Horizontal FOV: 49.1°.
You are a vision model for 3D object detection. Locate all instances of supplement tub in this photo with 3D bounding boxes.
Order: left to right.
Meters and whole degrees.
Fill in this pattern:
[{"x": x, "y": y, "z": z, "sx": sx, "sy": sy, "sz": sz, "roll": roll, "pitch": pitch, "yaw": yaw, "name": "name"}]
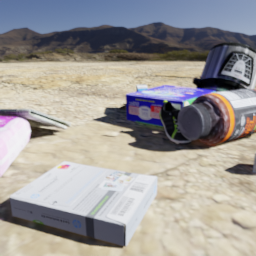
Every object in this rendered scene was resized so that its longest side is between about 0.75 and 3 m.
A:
[{"x": 2.760, "y": -0.325, "z": 8.124, "sx": 2.727, "sy": 1.458, "sz": 1.458, "roll": -10, "pitch": 20, "yaw": -30, "name": "supplement tub"}]

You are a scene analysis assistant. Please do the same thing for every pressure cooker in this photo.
[{"x": 4.144, "y": -1.904, "z": 11.646, "sx": 2.308, "sy": 2.584, "sz": 2.272, "roll": 29, "pitch": -12, "yaw": -38, "name": "pressure cooker"}]

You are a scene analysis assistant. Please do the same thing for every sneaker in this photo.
[{"x": 1.333, "y": -0.196, "z": 8.242, "sx": 0.601, "sy": 0.693, "sz": 1.675, "roll": -12, "pitch": 44, "yaw": -17, "name": "sneaker"}]

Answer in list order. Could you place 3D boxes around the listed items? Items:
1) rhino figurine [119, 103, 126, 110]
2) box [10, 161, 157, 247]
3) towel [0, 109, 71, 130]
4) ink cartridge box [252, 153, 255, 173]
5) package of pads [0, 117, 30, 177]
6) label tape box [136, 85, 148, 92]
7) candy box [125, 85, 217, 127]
[{"x": -0.066, "y": -0.948, "z": 12.247, "sx": 0.390, "sy": 0.267, "sz": 0.892, "roll": 12, "pitch": 22, "yaw": 35, "name": "rhino figurine"}, {"x": -0.689, "y": 1.177, "z": 4.887, "sx": 2.044, "sy": 0.421, "sz": 1.594, "roll": 7, "pitch": 18, "yaw": 20, "name": "box"}, {"x": -2.953, "y": -0.233, "z": 8.632, "sx": 1.785, "sy": 0.320, "sz": 1.854, "roll": 2, "pitch": -10, "yaw": 29, "name": "towel"}, {"x": 3.166, "y": 0.720, "z": 6.313, "sx": 0.817, "sy": 0.470, "sz": 0.277, "roll": -12, "pitch": 21, "yaw": -35, "name": "ink cartridge box"}, {"x": -3.351, "y": 0.391, "z": 6.693, "sx": 1.415, "sy": 0.888, "sz": 2.348, "roll": 2, "pitch": 17, "yaw": -5, "name": "package of pads"}, {"x": 0.576, "y": -1.167, "z": 11.595, "sx": 0.482, "sy": 1.045, "sz": 1.459, "roll": -1, "pitch": 17, "yaw": -2, "name": "label tape box"}, {"x": 1.678, "y": -0.872, "z": 10.535, "sx": 2.377, "sy": 1.083, "sz": 2.812, "roll": 13, "pitch": 22, "yaw": 37, "name": "candy box"}]
